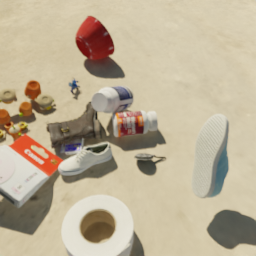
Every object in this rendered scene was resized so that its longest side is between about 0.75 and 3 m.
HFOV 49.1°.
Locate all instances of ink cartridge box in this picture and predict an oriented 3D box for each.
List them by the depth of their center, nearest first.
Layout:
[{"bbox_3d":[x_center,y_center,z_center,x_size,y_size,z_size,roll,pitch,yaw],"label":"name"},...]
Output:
[{"bbox_3d":[-3.555,1.200,9.364,1.914,0.672,2.355,35,48,6],"label":"ink cartridge box"},{"bbox_3d":[-2.184,0.688,10.943,0.830,0.180,0.822,-5,42,3],"label":"ink cartridge box"}]

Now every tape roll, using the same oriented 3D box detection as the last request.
[{"bbox_3d":[-0.844,2.998,8.094,2.054,0.719,2.054,0,43,0],"label":"tape roll"}]

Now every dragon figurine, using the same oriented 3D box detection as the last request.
[{"bbox_3d":[-2.672,-2.137,13.584,0.549,0.325,1.104,11,51,-47],"label":"dragon figurine"}]

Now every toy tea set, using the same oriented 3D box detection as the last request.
[{"bbox_3d":[-4.960,-0.004,11.390,1.591,0.589,0.946,0,43,-1],"label":"toy tea set"},{"bbox_3d":[-4.799,-1.084,12.563,2.710,1.003,1.611,-25,78,-29],"label":"toy tea set"}]

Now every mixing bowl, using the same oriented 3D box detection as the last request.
[{"bbox_3d":[-2.018,-4.680,15.343,1.315,2.428,2.428,-43,56,-18],"label":"mixing bowl"}]

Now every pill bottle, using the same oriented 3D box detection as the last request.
[{"bbox_3d":[0.264,-0.191,11.340,1.744,0.955,0.955,-7,43,-7],"label":"pill bottle"},{"bbox_3d":[-0.662,-1.187,11.808,1.092,1.092,1.966,24,21,23],"label":"pill bottle"}]

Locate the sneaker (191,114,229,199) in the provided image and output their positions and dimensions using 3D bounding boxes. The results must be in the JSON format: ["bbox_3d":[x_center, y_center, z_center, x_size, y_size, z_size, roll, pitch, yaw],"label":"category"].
[{"bbox_3d":[2.649,0.882,8.573,1.044,2.547,0.941,14,1,-40],"label":"sneaker"}]

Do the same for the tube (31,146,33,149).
[{"bbox_3d":[-3.557,1.223,10.251,0.451,0.403,1.554,-7,40,-32],"label":"tube"}]

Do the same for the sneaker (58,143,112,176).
[{"bbox_3d":[-1.562,1.037,10.163,2.068,0.732,0.755,-22,44,-23],"label":"sneaker"}]

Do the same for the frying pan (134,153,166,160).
[{"bbox_3d":[0.807,1.067,10.295,1.203,0.196,0.728,1,5,4],"label":"frying pan"}]

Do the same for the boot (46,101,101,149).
[{"bbox_3d":[-2.243,-0.207,11.339,2.114,0.841,2.429,-8,38,-9],"label":"boot"}]
